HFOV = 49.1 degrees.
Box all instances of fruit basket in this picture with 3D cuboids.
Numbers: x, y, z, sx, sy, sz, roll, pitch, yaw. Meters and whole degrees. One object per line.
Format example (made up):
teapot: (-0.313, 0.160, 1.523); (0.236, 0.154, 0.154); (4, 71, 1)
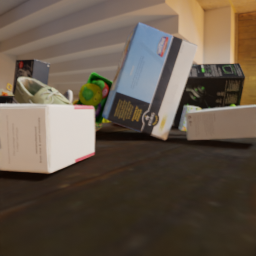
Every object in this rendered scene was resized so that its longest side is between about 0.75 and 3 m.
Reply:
fruit basket: (-1.143, -1.025, 9.551); (1.249, 1.731, 1.731); (26, -3, -19)

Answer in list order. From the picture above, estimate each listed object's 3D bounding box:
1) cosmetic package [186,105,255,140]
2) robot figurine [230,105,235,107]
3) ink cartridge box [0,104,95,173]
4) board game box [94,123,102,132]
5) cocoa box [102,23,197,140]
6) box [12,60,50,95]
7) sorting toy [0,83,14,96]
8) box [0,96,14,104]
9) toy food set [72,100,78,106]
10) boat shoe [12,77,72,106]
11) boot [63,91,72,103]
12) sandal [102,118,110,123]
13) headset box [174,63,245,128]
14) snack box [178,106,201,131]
cosmetic package: (2.570, -0.141, 7.170); (1.901, 0.771, 1.073); (-2, 5, 36)
robot figurine: (3.830, -0.233, 9.330); (1.269, 0.837, 1.446); (22, 5, -3)
ink cartridge box: (-2.041, 0.087, 5.011); (2.440, 1.010, 1.787); (1, 4, 15)
board game box: (-1.141, 0.001, 8.120); (0.506, 0.110, 0.752); (8, -21, -29)
cocoa box: (0.510, -1.302, 8.366); (1.827, 2.784, 1.856); (18, 2, -10)
box: (-3.254, -1.629, 9.360); (1.094, 1.201, 0.625); (9, 3, 37)
sorting toy: (-4.648, -1.075, 10.781); (0.185, 1.357, 0.764); (-1, -9, 19)
box: (-4.087, -0.519, 9.913); (1.604, 1.191, 0.859); (9, 10, 35)
toy food set: (-2.347, -0.963, 15.013); (0.617, 1.111, 1.888); (37, 2, 19)
boat shoe: (-1.953, -0.489, 6.672); (2.978, 0.924, 1.072); (23, 29, 36)
boot: (-3.186, -1.081, 13.193); (0.694, 1.536, 0.559); (9, 17, -44)
sandal: (-0.720, -0.709, 13.555); (2.516, 1.000, 1.095); (9, 6, -4)
headset box: (2.842, -1.181, 10.631); (2.548, 2.218, 1.182); (0, 37, 9)
snack box: (1.913, -0.280, 8.698); (0.548, 0.771, 0.204); (4, 15, -25)
